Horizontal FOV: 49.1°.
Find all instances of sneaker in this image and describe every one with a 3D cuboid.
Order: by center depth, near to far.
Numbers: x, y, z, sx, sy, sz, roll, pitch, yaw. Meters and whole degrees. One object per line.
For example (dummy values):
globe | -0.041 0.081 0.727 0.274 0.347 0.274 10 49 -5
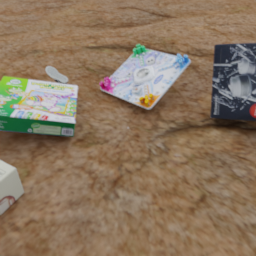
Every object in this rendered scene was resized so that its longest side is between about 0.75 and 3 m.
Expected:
sneaker | -3.020 -2.158 11.786 1.035 0.411 0.406 36 71 -2

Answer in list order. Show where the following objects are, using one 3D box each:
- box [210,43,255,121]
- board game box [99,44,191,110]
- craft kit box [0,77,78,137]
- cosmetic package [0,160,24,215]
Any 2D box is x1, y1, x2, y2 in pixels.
box | 4.257 -1.632 9.868 2.377 2.611 1.359 6 18 25
board game box | 0.629 -2.318 11.846 2.927 0.379 2.926 26 67 37
craft kit box | -3.401 -0.860 10.369 2.972 0.721 2.935 5 30 -13
cosmetic package | -4.047 1.937 7.050 1.273 1.074 2.463 19 43 23
